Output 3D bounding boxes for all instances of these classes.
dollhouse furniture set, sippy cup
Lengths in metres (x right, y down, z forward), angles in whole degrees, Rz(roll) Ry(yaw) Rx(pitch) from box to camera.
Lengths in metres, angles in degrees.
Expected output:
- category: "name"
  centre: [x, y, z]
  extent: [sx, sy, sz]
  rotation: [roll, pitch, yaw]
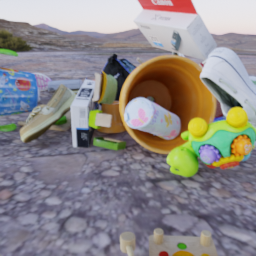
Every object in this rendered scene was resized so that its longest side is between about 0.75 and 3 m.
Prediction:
- category: "dollhouse furniture set"
  centre: [-0.471, -0.505, 8.184]
  extent: [0.852, 2.206, 1.102]
  rotation: [8, 4, 25]
- category: "sippy cup"
  centre: [-4.061, -1.199, 9.428]
  extent: [1.812, 2.473, 1.942]
  rotation: [-2, 62, -29]

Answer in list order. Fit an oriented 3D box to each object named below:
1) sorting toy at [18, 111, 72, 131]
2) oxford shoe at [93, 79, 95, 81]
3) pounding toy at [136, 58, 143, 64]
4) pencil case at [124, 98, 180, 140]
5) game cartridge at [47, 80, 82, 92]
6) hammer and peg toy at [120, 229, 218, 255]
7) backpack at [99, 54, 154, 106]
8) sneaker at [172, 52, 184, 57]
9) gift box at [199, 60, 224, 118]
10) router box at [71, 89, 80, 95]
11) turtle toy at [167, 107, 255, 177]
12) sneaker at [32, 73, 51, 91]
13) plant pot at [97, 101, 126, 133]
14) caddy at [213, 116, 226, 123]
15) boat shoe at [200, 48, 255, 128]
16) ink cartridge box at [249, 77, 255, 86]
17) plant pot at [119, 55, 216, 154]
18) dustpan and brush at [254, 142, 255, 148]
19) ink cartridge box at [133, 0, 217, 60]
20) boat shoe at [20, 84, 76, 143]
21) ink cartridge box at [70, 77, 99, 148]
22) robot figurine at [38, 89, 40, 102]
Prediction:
- category: "sorting toy"
  centre: [-2.410, -0.376, 10.681]
  extent: [2.826, 0.378, 2.106]
  rotation: [6, 20, 17]
- category: "oxford shoe"
  centre: [-1.539, -2.165, 14.375]
  extent: [0.611, 0.637, 1.725]
  rotation: [-30, 6, -7]
- category: "pounding toy"
  centre: [1.032, -2.431, 15.313]
  extent: [1.797, 1.080, 2.327]
  rotation: [22, 37, -47]
- category: "pencil case"
  centre: [0.714, -0.205, 7.715]
  extent: [0.895, 0.820, 1.972]
  rotation: [-4, -13, 31]
- category: "game cartridge"
  centre: [-3.393, -2.258, 15.060]
  extent: [1.818, 0.567, 2.730]
  rotation: [-11, 9, -16]
- category: "hammer and peg toy"
  centre: [0.581, 1.933, 3.953]
  extent: [1.427, 0.503, 1.050]
  rotation: [1, 21, 2]
- category: "backpack"
  centre: [-0.031, -1.379, 10.813]
  extent: [2.200, 2.013, 1.617]
  rotation: [46, 31, 15]
- category: "sneaker"
  centre: [1.683, -2.184, 10.258]
  extent: [0.624, 0.745, 1.684]
  rotation: [-21, 42, 39]
- category: "gift box"
  centre: [3.112, -1.612, 10.362]
  extent: [2.141, 2.320, 2.166]
  rotation: [-27, 13, 18]
- category: "router box"
  centre: [-2.289, -1.574, 13.940]
  extent: [1.806, 0.472, 1.420]
  rotation: [-7, 21, -20]
- category: "turtle toy"
  centre: [1.977, 0.451, 6.601]
  extent: [2.238, 1.131, 1.631]
  rotation: [-17, -21, 17]
- category: "sneaker"
  centre: [-5.655, -2.750, 16.644]
  extent: [2.571, 1.034, 1.137]
  rotation: [3, 12, 11]
- category: "plant pot"
  centre: [-0.574, -0.419, 9.774]
  extent: [1.052, 0.963, 1.052]
  rotation: [0, 15, 0]
- category: "caddy"
  centre: [3.129, 0.013, 8.912]
  extent: [1.583, 0.831, 1.119]
  rotation: [-5, 21, -13]
- category: "boat shoe"
  centre: [2.715, -0.628, 6.965]
  extent: [0.961, 2.879, 1.059]
  rotation: [-52, 20, -11]
- category: "ink cartridge box"
  centre: [4.854, -1.203, 11.217]
  extent: [0.689, 1.574, 1.143]
  rotation: [-1, 19, -6]
- category: "plant pot"
  centre: [0.936, -0.749, 8.742]
  extent: [2.683, 2.683, 2.456]
  rotation: [-4, 8, -10]
- category: "dustpan and brush"
  centre: [2.521, 0.487, 8.160]
  extent: [1.466, 0.601, 2.101]
  rotation: [-20, 31, -16]
- category: "ink cartridge box"
  centre: [0.905, -2.812, 7.198]
  extent: [2.071, 0.526, 2.351]
  rotation: [42, -4, -39]
- category: "boat shoe"
  centre: [-2.653, -0.554, 9.181]
  extent: [1.060, 0.915, 2.907]
  rotation: [-36, 11, 38]
- category: "ink cartridge box"
  centre: [-1.347, -0.646, 9.356]
  extent: [0.559, 1.417, 2.850]
  rotation: [2, 28, 0]
- category: "robot figurine"
  centre: [-5.006, -1.697, 13.234]
  extent: [2.094, 1.183, 1.776]
  rotation: [17, -6, 40]
